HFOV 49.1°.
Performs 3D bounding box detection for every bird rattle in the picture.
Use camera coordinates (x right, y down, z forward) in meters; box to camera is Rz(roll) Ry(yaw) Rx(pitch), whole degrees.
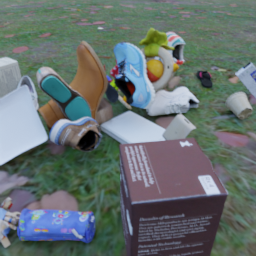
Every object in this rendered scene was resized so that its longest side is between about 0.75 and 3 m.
[{"bbox_3d":[0.657,-2.250,10.186,2.048,2.512,1.415,51,15,17],"label":"bird rattle"}]

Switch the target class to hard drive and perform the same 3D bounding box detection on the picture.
[{"bbox_3d":[0.294,0.154,9.732,1.467,0.292,2.224,-27,41,-34],"label":"hard drive"}]

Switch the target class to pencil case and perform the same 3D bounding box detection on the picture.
[{"bbox_3d":[-1.576,2.186,6.217,1.720,0.671,0.747,1,12,4],"label":"pencil case"}]

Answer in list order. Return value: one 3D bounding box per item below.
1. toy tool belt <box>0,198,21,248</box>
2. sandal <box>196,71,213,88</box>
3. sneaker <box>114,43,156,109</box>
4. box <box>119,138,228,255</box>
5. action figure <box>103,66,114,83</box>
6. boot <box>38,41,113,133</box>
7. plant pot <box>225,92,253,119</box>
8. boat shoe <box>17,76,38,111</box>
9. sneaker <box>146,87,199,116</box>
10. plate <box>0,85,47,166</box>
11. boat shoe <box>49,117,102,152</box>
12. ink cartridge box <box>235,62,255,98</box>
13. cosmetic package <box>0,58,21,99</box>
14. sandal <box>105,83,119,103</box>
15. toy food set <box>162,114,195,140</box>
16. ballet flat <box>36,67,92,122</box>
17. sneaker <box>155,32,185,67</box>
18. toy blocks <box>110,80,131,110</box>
[{"bbox_3d":[-2.796,2.183,6.438,0.631,0.641,1.026,31,36,-10],"label":"toy tool belt"},{"bbox_3d":[3.794,-2.493,13.726,0.663,0.398,1.765,1,33,1],"label":"sandal"},{"bbox_3d":[0.027,-1.849,9.505,1.145,0.998,2.545,-5,66,-39],"label":"sneaker"},{"bbox_3d":[0.753,1.576,5.880,1.712,2.086,1.730,-4,32,-7],"label":"box"},{"bbox_3d":[-1.161,-2.666,13.797,0.446,0.676,1.366,-17,34,-25],"label":"action figure"},{"bbox_3d":[-1.819,-1.052,9.065,2.319,2.998,1.105,-24,32,-18],"label":"boot"},{"bbox_3d":[4.337,-0.790,10.804,0.872,0.872,0.798,-6,45,-9],"label":"plant pot"},{"bbox_3d":[-4.227,-1.343,11.579,0.911,0.793,2.473,-7,34,-11],"label":"boat shoe"},{"bbox_3d":[1.773,-0.970,10.982,2.419,0.901,1.054,-21,43,-28],"label":"sneaker"},{"bbox_3d":[-3.479,-0.054,8.498,1.891,1.887,0.306,-27,-12,8],"label":"plate"},{"bbox_3d":[-1.255,0.275,7.945,0.859,0.858,2.374,30,14,14],"label":"boat shoe"},{"bbox_3d":[3.759,-1.410,8.426,0.537,1.080,0.212,-40,23,19],"label":"ink cartridge box"},{"bbox_3d":[-5.991,-1.835,11.746,1.008,1.491,2.835,23,38,33],"label":"cosmetic package"},{"bbox_3d":[-0.730,-1.430,10.230,0.454,1.195,0.256,-32,34,5],"label":"sandal"},{"bbox_3d":[1.356,0.138,7.555,0.258,0.856,0.614,9,33,-47],"label":"toy food set"},{"bbox_3d":[-1.831,-0.924,8.222,0.810,2.379,0.800,-39,50,-6],"label":"ballet flat"},{"bbox_3d":[1.703,-2.679,11.795,0.868,2.464,1.152,-4,35,-30],"label":"sneaker"},{"bbox_3d":[0.302,-2.069,11.384,2.203,0.800,1.836,-45,53,8],"label":"toy blocks"}]
